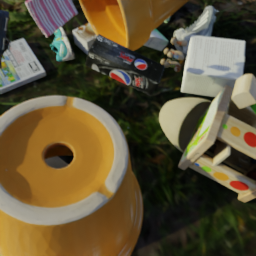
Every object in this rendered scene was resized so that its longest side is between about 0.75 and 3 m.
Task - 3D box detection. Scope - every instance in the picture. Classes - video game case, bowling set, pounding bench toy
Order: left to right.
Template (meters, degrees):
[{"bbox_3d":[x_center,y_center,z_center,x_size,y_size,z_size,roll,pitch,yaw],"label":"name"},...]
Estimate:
[{"bbox_3d":[-4.332,-2.247,10.163,2.001,0.242,2.196,-27,60,-18],"label":"video game case"},{"bbox_3d":[0.986,-1.532,6.198,0.442,0.823,0.573,14,50,0],"label":"bowling set"},{"bbox_3d":[2.923,0.268,6.632,2.206,2.828,1.757,28,59,4],"label":"pounding bench toy"}]

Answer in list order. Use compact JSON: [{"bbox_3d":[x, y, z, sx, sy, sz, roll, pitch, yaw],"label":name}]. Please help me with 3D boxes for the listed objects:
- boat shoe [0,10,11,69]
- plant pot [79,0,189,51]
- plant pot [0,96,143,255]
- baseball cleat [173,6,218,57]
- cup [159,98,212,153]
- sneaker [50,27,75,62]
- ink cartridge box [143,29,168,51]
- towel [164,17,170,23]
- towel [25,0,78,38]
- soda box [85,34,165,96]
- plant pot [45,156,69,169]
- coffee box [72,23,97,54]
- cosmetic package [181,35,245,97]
[{"bbox_3d":[-3.298,-2.232,7.226,0.507,1.640,0.614,-7,42,-29],"label":"boat shoe"},{"bbox_3d":[0.300,-3.962,7.856,2.717,2.968,2.968,-31,61,-13],"label":"plant pot"},{"bbox_3d":[-0.864,0.834,3.646,2.364,2.164,2.364,4,56,-6],"label":"plant pot"},{"bbox_3d":[2.579,-3.805,10.788,1.521,0.997,2.858,12,55,8],"label":"baseball cleat"},{"bbox_3d":[1.571,-0.227,8.100,1.599,1.599,1.143,-35,43,-22],"label":"cup"},{"bbox_3d":[-2.605,-3.223,10.595,0.738,0.718,1.853,-22,58,-5],"label":"sneaker"},{"bbox_3d":[0.234,-3.720,10.336,2.203,0.552,1.773,2,44,-47],"label":"ink cartridge box"},{"bbox_3d":[1.512,-5.228,12.093,1.079,0.166,1.415,25,74,15],"label":"towel"},{"bbox_3d":[-1.304,-2.095,4.909,0.134,0.653,0.893,10,50,41],"label":"towel"},{"bbox_3d":[-0.062,-1.246,5.632,1.498,0.474,0.530,24,60,-5],"label":"soda box"},{"bbox_3d":[-3.016,1.526,6.355,2.665,2.665,2.846,29,73,18],"label":"plant pot"},{"bbox_3d":[-1.153,-3.627,10.853,1.689,0.673,0.966,-35,62,-22],"label":"coffee box"},{"bbox_3d":[2.208,-1.581,7.425,1.378,1.146,1.153,10,72,8],"label":"cosmetic package"}]
